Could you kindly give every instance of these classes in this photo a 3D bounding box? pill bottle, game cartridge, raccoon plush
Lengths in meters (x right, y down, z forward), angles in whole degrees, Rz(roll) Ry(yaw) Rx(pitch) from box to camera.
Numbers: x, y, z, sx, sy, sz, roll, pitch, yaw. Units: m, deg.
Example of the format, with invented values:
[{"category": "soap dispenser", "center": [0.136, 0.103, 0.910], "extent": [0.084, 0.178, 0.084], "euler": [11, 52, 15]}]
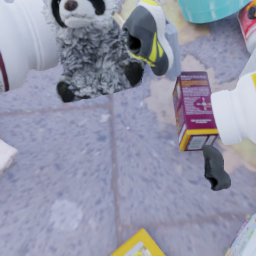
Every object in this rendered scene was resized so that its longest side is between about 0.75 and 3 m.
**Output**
[{"category": "pill bottle", "center": [1.603, -0.259, 2.806], "extent": [1.388, 0.781, 0.781], "euler": [-15, 59, 24]}, {"category": "game cartridge", "center": [0.572, -1.695, 5.390], "extent": [0.331, 1.062, 1.595], "euler": [-23, 47, -1]}, {"category": "game cartridge", "center": [0.128, 3.017, 5.467], "extent": [1.560, 0.253, 1.375], "euler": [-35, 67, -18]}, {"category": "pill bottle", "center": [3.908, -3.169, 8.319], "extent": [1.083, 1.083, 1.930], "euler": [-2, 63, -1]}, {"category": "pill bottle", "center": [-2.728, -1.237, 4.477], "extent": [2.923, 1.651, 1.651], "euler": [-22, 63, -26]}, {"category": "raccoon plush", "center": [-0.784, -1.483, 4.770], "extent": [1.372, 2.836, 1.900], "euler": [-16, 100, -14]}]

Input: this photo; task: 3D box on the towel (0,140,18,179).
[{"category": "towel", "center": [-2.528, 0.505, 2.768], "extent": [1.984, 0.335, 2.077], "euler": [30, 47, 0]}]

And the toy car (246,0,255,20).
[{"category": "toy car", "center": [1.862, -2.227, 4.563], "extent": [2.432, 0.809, 1.193], "euler": [18, 36, -2]}]

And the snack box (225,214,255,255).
[{"category": "snack box", "center": [2.157, 2.438, 5.192], "extent": [0.474, 1.272, 1.788], "euler": [34, 66, 17]}]

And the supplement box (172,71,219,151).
[{"category": "supplement box", "center": [1.611, -0.414, 6.900], "extent": [0.748, 0.964, 1.748], "euler": [-2, 62, -1]}]

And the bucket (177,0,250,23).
[{"category": "bucket", "center": [2.438, -4.384, 8.210], "extent": [2.475, 1.610, 2.475], "euler": [-18, 41, 17]}]

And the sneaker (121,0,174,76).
[{"category": "sneaker", "center": [0.235, -1.121, 3.844], "extent": [0.549, 1.297, 0.483], "euler": [-42, 56, -8]}]

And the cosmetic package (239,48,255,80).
[{"category": "cosmetic package", "center": [4.291, -1.320, 6.517], "extent": [2.449, 2.457, 1.510], "euler": [4, 60, 3]}]

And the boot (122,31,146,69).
[{"category": "boot", "center": [-0.220, -2.658, 8.219], "extent": [2.264, 0.817, 1.710], "euler": [30, 64, 9]}]

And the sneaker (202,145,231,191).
[{"category": "sneaker", "center": [1.385, 0.653, 4.575], "extent": [0.357, 0.299, 0.787], "euler": [-14, 76, -27]}]
